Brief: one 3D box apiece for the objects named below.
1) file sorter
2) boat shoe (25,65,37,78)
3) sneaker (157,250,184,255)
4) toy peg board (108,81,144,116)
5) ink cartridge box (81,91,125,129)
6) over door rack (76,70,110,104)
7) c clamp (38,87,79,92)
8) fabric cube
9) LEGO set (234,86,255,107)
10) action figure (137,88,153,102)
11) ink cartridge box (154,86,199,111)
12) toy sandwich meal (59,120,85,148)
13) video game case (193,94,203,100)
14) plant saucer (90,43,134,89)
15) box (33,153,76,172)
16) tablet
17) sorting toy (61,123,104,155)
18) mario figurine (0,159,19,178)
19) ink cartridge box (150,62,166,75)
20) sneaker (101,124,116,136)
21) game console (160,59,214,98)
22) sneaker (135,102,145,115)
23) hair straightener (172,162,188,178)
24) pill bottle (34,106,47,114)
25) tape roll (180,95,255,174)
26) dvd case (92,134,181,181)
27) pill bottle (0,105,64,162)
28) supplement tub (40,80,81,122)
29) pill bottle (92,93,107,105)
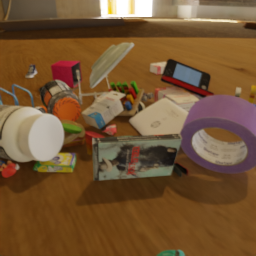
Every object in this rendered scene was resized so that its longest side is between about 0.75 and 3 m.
[{"bbox_3d":[-5.185,-0.558,10.977,1.774,1.569,2.557,23,36,38],"label":"file sorter"},{"bbox_3d":[-6.219,-3.627,17.822,0.492,0.612,1.319,-1,27,-1],"label":"boat shoe"},{"bbox_3d":[1.032,2.889,5.571,1.296,0.542,0.783,16,41,30],"label":"sneaker"},{"bbox_3d":[-0.327,-1.371,12.460,1.587,0.776,1.580,2,50,27],"label":"toy peg board"},{"bbox_3d":[-0.908,-0.762,11.379,1.703,0.578,0.988,-40,38,-24],"label":"ink cartridge box"},{"bbox_3d":[-1.766,-2.094,14.550,1.681,0.758,2.276,-5,49,-9],"label":"over door rack"},{"bbox_3d":[-3.914,-2.084,15.356,1.866,0.253,1.594,21,39,32],"label":"c clamp"},{"bbox_3d":[-3.538,-3.130,16.203,1.260,1.264,1.240,5,29,13],"label":"fabric cube"},{"bbox_3d":[5.478,-1.374,13.030,1.011,1.088,2.651,11,30,18],"label":"LEGO set"},{"bbox_3d":[0.713,-1.606,14.013,1.031,0.550,1.585,-8,27,-10],"label":"action figure"},{"bbox_3d":[2.264,-1.287,13.217,1.245,0.721,2.138,-9,27,-20],"label":"ink cartridge box"},{"bbox_3d":[-2.469,0.303,10.440,1.767,0.605,1.767,-5,34,3],"label":"toy sandwich meal"},{"bbox_3d":[3.656,-1.540,14.433,0.649,0.079,0.908,-7,28,-13],"label":"video game case"},{"bbox_3d":[-0.735,-2.375,10.083,0.553,2.205,2.205,44,29,-10],"label":"plant saucer"},{"bbox_3d":[-2.401,1.119,9.147,1.273,0.308,0.747,-1,27,1],"label":"box"},{"bbox_3d":[1.361,-0.227,10.913,1.943,0.204,2.985,-32,31,-7],"label":"tablet"},{"bbox_3d":[-1.929,0.336,9.773,2.177,0.750,0.755,19,10,9],"label":"sorting toy"},{"bbox_3d":[-3.910,1.132,8.831,1.100,0.583,0.679,16,31,31],"label":"mario figurine"},{"bbox_3d":[2.210,-3.964,18.554,1.261,0.522,0.924,-13,30,-23],"label":"ink cartridge box"},{"bbox_3d":[-0.693,0.105,10.791,0.343,0.404,0.931,-18,0,27],"label":"sneaker"},{"bbox_3d":[3.023,-2.567,13.834,2.501,1.484,2.155,21,64,-2],"label":"game console"},{"bbox_3d":[0.119,-1.044,12.993,0.844,0.551,1.509,-18,26,-15],"label":"sneaker"},{"bbox_3d":[1.337,1.185,9.037,0.511,0.272,1.327,-14,31,-25],"label":"hair straightener"},{"bbox_3d":[-3.458,-0.446,10.537,0.529,0.529,0.996,8,35,14],"label":"pill bottle"},{"bbox_3d":[2.807,0.240,8.389,2.367,2.367,1.006,13,49,23],"label":"tape roll"},{"bbox_3d":[0.197,0.876,8.046,2.407,1.757,0.265,-1,46,-8],"label":"dvd case"},{"bbox_3d":[-3.667,0.158,9.038,2.999,1.745,1.745,7,27,30],"label":"pill bottle"},{"bbox_3d":[-2.929,-1.111,12.186,1.412,1.412,2.305,-13,31,-23],"label":"supplement tub"},{"bbox_3d":[-1.257,-1.218,13.273,0.578,0.578,1.062,12,30,21],"label":"pill bottle"}]
